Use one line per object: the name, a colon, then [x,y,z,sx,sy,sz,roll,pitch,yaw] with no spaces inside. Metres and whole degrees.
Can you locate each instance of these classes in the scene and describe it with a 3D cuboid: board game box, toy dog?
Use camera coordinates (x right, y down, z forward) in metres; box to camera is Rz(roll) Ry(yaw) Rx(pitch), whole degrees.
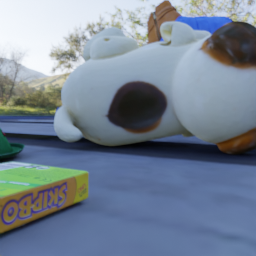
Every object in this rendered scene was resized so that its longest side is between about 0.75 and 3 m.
board game box: [-0.815,0.321,1.058,0.635,0.199,1.330,1,1,32]
toy dog: [0.516,-0.563,3.591,2.546,1.776,2.468,3,17,33]

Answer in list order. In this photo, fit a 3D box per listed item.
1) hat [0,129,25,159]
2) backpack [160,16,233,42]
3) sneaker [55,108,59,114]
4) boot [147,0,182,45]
hat: [-1.733,-0.294,2.812,1.329,1.170,1.101,0,5,29]
backpack: [1.441,-1.208,6.478,2.199,2.621,2.129,0,4,-11]
sneaker: [-1.236,-0.610,9.663,2.781,1.091,1.048,1,2,18]
boot: [0.841,-2.905,9.387,0.938,1.898,2.445,8,-37,-40]
